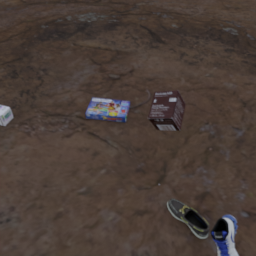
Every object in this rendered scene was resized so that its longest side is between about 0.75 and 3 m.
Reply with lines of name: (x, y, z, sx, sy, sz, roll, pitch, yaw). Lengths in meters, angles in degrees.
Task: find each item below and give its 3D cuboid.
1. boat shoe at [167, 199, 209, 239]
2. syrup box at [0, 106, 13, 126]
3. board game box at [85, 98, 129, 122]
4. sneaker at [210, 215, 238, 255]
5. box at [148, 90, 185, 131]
boat shoe: (2.055, 2.974, 9.571, 0.618, 0.522, 1.734, -30, 50, -29)
syrup box: (-6.519, -0.703, 13.463, 1.736, 0.707, 0.683, 12, 45, 14)
board game box: (-0.994, -0.915, 13.956, 1.974, 0.340, 1.336, 7, 43, 7)
sneaker: (2.410, 2.937, 7.137, 0.572, 0.817, 1.415, -11, 67, 39)
box: (1.405, -0.601, 10.083, 0.953, 0.943, 1.149, 0, 62, 31)
